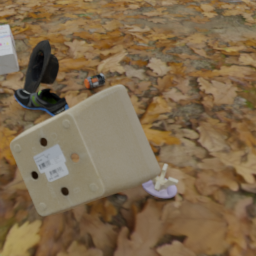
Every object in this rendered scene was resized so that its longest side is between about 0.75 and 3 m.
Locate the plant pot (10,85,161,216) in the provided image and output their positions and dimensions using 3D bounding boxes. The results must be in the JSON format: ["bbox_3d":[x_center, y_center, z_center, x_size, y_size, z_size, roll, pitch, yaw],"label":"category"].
[{"bbox_3d":[-1.044,0.625,6.309,2.450,2.453,2.171,-24,0,22],"label":"plant pot"}]

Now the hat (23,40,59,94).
[{"bbox_3d":[-2.985,-2.091,10.050,0.811,2.010,2.010,19,26,-42],"label":"hat"}]

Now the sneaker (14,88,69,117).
[{"bbox_3d":[-3.696,-1.287,12.060,2.730,1.131,0.968,18,43,19],"label":"sneaker"}]

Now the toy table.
[{"bbox_3d":[1.020,1.743,9.021,1.154,0.676,1.061,9,43,8],"label":"toy table"}]

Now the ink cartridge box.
[{"bbox_3d":[-3.654,-2.210,7.637,1.026,0.605,1.782,-14,52,-14],"label":"ink cartridge box"}]

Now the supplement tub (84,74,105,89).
[{"bbox_3d":[-1.618,-2.249,13.569,0.920,0.564,0.564,-20,46,-22],"label":"supplement tub"}]
